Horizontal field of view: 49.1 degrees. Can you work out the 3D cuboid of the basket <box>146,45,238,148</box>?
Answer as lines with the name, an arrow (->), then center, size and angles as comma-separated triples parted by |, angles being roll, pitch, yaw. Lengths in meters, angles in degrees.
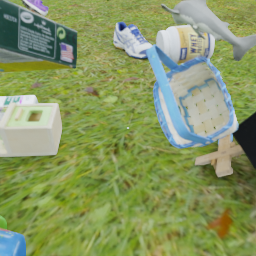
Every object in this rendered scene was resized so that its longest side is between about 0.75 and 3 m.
basket -> 1.120, -0.445, 5.114 | 1.380, 1.984, 1.750 | -26, 62, 25

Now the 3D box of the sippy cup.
sippy cup -> -2.680, 2.341, 4.543 | 1.741, 1.866, 2.376 | 8, 50, -7

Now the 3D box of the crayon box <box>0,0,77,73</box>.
crayon box -> -2.557, -1.460, 4.870 | 2.843, 0.722, 1.805 | 3, 3, 28

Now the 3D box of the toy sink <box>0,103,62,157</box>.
toy sink -> -2.952, 0.011, 7.959 | 1.879, 1.053, 1.225 | -1, 38, -2

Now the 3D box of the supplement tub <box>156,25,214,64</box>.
supplement tub -> 1.786, -2.660, 8.927 | 1.594, 1.151, 1.151 | -9, 39, -6

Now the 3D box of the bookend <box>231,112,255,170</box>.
bookend -> 4.180, 0.773, 6.345 | 2.688, 1.246, 2.705 | -1, 55, -39

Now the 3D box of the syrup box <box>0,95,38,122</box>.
syrup box -> -3.862, -0.497, 8.851 | 1.898, 0.773, 0.747 | -5, 39, -5

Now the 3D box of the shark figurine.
shark figurine -> 1.389, -1.964, 4.784 | 1.148, 0.802, 1.922 | 14, 25, -50

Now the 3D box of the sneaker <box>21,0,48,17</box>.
sneaker -> -2.867, -3.787, 8.562 | 1.005, 0.405, 0.419 | 36, 78, 2

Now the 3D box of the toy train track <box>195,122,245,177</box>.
toy train track -> 2.748, 0.533, 7.735 | 1.567, 0.444, 2.731 | -22, 20, 30

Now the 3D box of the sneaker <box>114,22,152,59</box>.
sneaker -> 0.229, -4.187, 13.243 | 1.030, 1.206, 2.735 | -29, 47, -33
